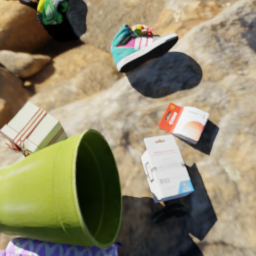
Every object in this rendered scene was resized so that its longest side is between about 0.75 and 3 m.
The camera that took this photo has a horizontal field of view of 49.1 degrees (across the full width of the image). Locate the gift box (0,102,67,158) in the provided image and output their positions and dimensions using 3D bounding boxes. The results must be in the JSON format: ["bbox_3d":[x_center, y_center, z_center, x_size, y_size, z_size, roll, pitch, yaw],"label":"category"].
[{"bbox_3d":[-2.709,0.176,7.883,1.307,1.417,1.323,29,70,18],"label":"gift box"}]

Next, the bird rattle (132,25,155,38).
[{"bbox_3d":[0.510,-3.549,10.098,0.873,0.492,0.712,-22,51,-13],"label":"bird rattle"}]

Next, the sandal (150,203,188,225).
[{"bbox_3d":[1.082,2.320,7.490,1.041,0.284,0.426,-19,64,-14],"label":"sandal"}]

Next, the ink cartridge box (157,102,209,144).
[{"bbox_3d":[1.710,-0.228,8.644,1.288,0.323,1.045,26,68,8],"label":"ink cartridge box"}]

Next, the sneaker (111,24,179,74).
[{"bbox_3d":[0.406,-2.962,9.550,2.402,1.004,1.450,-28,76,-13],"label":"sneaker"}]

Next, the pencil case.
[{"bbox_3d":[-1.549,3.242,6.597,2.765,1.182,1.160,2,69,2],"label":"pencil case"}]

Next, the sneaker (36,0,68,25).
[{"bbox_3d":[-2.703,-4.825,10.521,0.979,0.897,2.298,7,75,-5],"label":"sneaker"}]

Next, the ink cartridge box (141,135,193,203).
[{"bbox_3d":[1.007,1.106,7.776,0.979,0.573,1.688,-6,65,-21],"label":"ink cartridge box"}]

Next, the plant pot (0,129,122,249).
[{"bbox_3d":[-1.763,1.559,6.708,2.531,2.629,2.629,-12,65,16],"label":"plant pot"}]

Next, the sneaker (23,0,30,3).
[{"bbox_3d":[-4.175,-5.369,10.696,1.087,0.611,0.387,35,50,1],"label":"sneaker"}]
